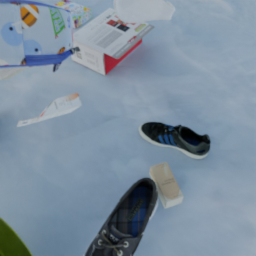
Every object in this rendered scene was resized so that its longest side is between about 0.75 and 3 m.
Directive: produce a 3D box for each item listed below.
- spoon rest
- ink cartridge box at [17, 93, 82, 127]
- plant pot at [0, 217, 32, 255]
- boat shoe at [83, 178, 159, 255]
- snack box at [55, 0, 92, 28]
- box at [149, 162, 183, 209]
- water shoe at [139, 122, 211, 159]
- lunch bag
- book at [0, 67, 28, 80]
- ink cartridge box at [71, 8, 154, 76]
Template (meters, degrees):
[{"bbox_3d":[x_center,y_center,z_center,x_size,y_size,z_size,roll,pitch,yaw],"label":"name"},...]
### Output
[{"bbox_3d":[0.558,-3.423,7.777,2.409,1.197,0.730,-11,45,-47],"label":"spoon rest"},{"bbox_3d":[-1.702,-0.364,5.862,1.259,1.021,0.316,-16,91,-25],"label":"ink cartridge box"},{"bbox_3d":[-2.896,2.910,4.592,2.211,2.296,2.296,-37,60,-11],"label":"plant pot"},{"bbox_3d":[-0.154,2.208,5.726,0.996,0.944,2.850,28,57,20],"label":"boat shoe"},{"bbox_3d":[-2.408,-4.724,11.539,1.524,0.404,1.084,29,57,21],"label":"snack box"},{"bbox_3d":[0.905,1.370,6.744,0.472,0.386,0.993,-16,53,-12],"label":"box"},{"bbox_3d":[1.240,0.137,7.468,1.971,0.778,0.705,20,54,15],"label":"water shoe"},{"bbox_3d":[-2.261,-1.593,4.828,2.821,1.066,2.261,-1,19,-6],"label":"lunch bag"},{"bbox_3d":[-2.732,-2.197,6.157,1.272,1.904,0.458,-25,8,14],"label":"book"},{"bbox_3d":[-0.522,-2.972,9.789,2.044,0.976,2.328,29,57,21],"label":"ink cartridge box"}]
